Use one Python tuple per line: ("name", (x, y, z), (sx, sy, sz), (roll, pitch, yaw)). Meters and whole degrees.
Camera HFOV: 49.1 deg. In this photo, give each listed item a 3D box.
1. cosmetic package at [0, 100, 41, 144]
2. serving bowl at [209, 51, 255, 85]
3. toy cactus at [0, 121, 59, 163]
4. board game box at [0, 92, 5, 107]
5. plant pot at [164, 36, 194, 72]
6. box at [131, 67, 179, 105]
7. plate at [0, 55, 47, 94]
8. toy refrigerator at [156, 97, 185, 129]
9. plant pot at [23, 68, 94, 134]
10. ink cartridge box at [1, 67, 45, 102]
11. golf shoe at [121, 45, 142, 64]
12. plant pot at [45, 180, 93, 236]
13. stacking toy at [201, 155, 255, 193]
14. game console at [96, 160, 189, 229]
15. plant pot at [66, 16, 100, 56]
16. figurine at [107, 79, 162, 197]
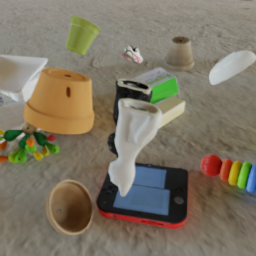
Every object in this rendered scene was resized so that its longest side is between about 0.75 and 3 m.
("cosmetic package", (-5.077, -0.182, 11.483), (2.434, 0.629, 1.835), (-23, 41, -28))
("serving bowl", (3.482, -2.159, 9.616), (1.665, 0.548, 1.665), (-33, 6, 4))
("toy cactus", (-3.791, 0.297, 10.234), (2.570, 1.314, 2.121), (0, 47, 3))
("board game box", (-6.375, -0.967, 12.295), (1.745, 0.899, 0.915), (-17, 40, -21))
("plant pot", (2.948, -4.324, 16.085), (1.745, 1.514, 1.745), (-3, 43, 3))
("box", (1.109, -1.924, 13.052), (1.860, 0.899, 1.641), (-25, 33, -9))
("plate", (-5.449, -2.401, 12.671), (2.814, 0.456, 2.820), (8, 43, 12))
("toy refrigerator", (1.627, -0.674, 12.139), (0.704, 0.649, 1.854), (27, 42, 34))
("plant pot", (-2.583, -1.178, 11.038), (2.744, 1.921, 2.744), (13, 21, -5))
("ink cartridge box", (-5.251, -2.388, 13.946), (2.744, 1.164, 1.999), (25, 44, 31))
("golf shoe", (0.253, -2.552, 9.813), (0.411, 0.521, 1.132), (46, 22, 19))
("plant pot", (-1.771, 2.294, 7.929), (0.700, 1.516, 1.516), (-29, 22, 34))
("stacking toy", (3.671, 1.506, 8.987), (2.713, 1.158, 1.158), (15, 40, 26))
("game console", (0.523, 1.953, 8.868), (2.707, 0.420, 2.394), (7, 38, 9))
("plant pot", (-2.123, -3.971, 12.357), (1.409, 1.338, 1.409), (24, 2, -1))
("figurine", (-0.017, 0.224, 7.093), (1.012, 2.294, 2.351), (10, 26, -10))
